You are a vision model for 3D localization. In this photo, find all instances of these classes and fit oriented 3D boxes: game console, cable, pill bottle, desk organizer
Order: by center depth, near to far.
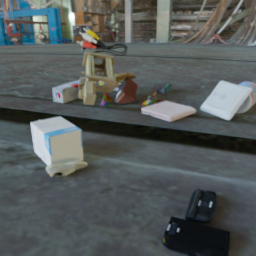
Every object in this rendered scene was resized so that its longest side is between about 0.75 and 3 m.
[{"bbox_3d":[1.590,1.959,6.017,1.221,0.249,2.070,9,25,22],"label":"game console"},{"bbox_3d":[5.582,-1.538,13.483,1.207,1.207,2.219,15,27,32],"label":"pill bottle"},{"bbox_3d":[-1.279,-3.932,13.519,2.462,1.196,0.620,20,-14,6],"label":"cable"},{"bbox_3d":[-0.064,-1.876,14.825,0.783,0.729,2.033,35,31,-14],"label":"desk organizer"}]

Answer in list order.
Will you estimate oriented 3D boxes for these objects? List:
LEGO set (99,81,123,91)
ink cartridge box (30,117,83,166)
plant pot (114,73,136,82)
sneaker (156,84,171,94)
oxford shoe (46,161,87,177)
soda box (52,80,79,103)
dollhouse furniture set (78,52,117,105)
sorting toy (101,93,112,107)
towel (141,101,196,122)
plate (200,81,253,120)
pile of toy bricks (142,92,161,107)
[{"bbox_3d":[-0.982,-2.589,17.075,2.432,0.905,1.119,6,-12,27],"label":"LEGO set"},{"bbox_3d":[-2.291,0.383,8.809,1.055,1.083,1.684,-15,27,-34],"label":"ink cartridge box"},{"bbox_3d":[-0.329,-2.834,15.613,1.526,0.210,1.526,-7,0,0],"label":"plant pot"},{"bbox_3d":[2.115,-2.339,16.564,0.538,0.458,1.230,6,22,28],"label":"sneaker"},{"bbox_3d":[-1.710,1.175,7.900,1.185,0.446,0.342,-5,62,-32],"label":"oxford shoe"},{"bbox_3d":[-3.066,-2.010,15.261,0.722,0.776,2.275,12,24,27],"label":"soda box"},{"bbox_3d":[-1.490,-1.757,13.582,1.530,2.435,2.753,5,54,-16],"label":"dollhouse furniture set"},{"bbox_3d":[-1.060,-1.355,14.239,0.529,0.533,1.537,23,19,-9],"label":"sorting toy"},{"bbox_3d":[1.832,-0.768,12.791,1.885,0.304,1.800,-19,28,-40],"label":"towel"},{"bbox_3d":[4.360,-1.349,12.710,1.802,0.292,1.805,-52,37,-4],"label":"plate"},{"bbox_3d":[1.098,-1.245,13.821,0.566,0.636,1.147,-18,22,44],"label":"pile of toy bricks"}]
